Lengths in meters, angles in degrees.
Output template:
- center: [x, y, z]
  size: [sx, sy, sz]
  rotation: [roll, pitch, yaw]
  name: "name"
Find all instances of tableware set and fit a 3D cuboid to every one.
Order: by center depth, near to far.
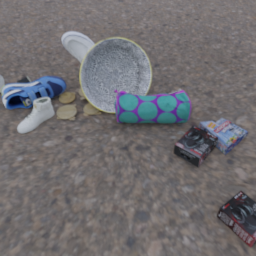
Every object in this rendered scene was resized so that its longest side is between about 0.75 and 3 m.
- center: [-2.121, -1.085, 11.898]
  size: [1.795, 0.249, 2.149]
  rotation: [-10, 46, -4]
  name: "tableware set"

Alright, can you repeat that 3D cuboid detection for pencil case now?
- center: [0.892, -0.825, 10.789]
  size: [2.840, 1.312, 1.208]
  rotation: [-1, 14, 0]
  name: "pencil case"

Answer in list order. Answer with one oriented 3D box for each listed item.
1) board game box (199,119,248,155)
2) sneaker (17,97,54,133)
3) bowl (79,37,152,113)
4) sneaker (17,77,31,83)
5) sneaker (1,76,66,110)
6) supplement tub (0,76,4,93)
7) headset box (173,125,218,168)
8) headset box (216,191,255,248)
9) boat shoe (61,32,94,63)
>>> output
- center: [3.455, 0.126, 10.431]
  size: [1.451, 0.448, 1.450]
  rotation: [-32, 52, -30]
  name: "board game box"
- center: [-3.647, -0.569, 10.822]
  size: [0.613, 0.961, 1.663]
  rotation: [28, 51, 25]
  name: "sneaker"
- center: [-0.643, -2.211, 11.670]
  size: [2.973, 2.973, 1.395]
  rotation: [-13, 20, -14]
  name: "bowl"
- center: [-4.693, -1.947, 12.800]
  size: [0.575, 0.405, 1.083]
  rotation: [-26, 40, -18]
  name: "sneaker"
- center: [-3.917, -1.387, 11.733]
  size: [2.737, 1.012, 1.126]
  rotation: [-14, 44, -3]
  name: "sneaker"
- center: [-6.292, -2.000, 12.397]
  size: [1.286, 0.935, 0.935]
  rotation: [7, 43, 9]
  name: "supplement tub"
- center: [2.317, 0.658, 9.764]
  size: [1.023, 0.531, 1.375]
  rotation: [30, 52, 29]
  name: "headset box"
- center: [3.306, 2.536, 7.744]
  size: [0.972, 0.504, 1.306]
  rotation: [-27, 48, -25]
  name: "headset box"
- center: [-1.667, -3.177, 12.582]
  size: [2.919, 1.074, 0.954]
  rotation: [28, 29, -38]
  name: "boat shoe"
